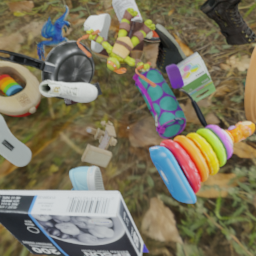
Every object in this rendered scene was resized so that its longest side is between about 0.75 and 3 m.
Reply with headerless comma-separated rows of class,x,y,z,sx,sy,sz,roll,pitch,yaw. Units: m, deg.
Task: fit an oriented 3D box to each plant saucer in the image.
plant saucer,3.770,-1.247,7.721,0.434,2.320,2.320,11,56,36

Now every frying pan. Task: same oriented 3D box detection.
frying pan,-1.827,-1.742,7.335,0.456,2.800,1.693,34,87,35

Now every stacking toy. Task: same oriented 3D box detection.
stacking toy,1.514,0.393,5.228,2.031,1.179,1.115,-29,91,-7

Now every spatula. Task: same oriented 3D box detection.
spatula,1.499,-0.751,6.944,0.189,0.520,1.842,-42,106,-19

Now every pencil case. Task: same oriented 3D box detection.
pencil case,1.115,-0.932,10.077,1.167,1.075,2.526,-5,56,-29

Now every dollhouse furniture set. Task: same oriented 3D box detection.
dollhouse furniture set,-0.810,0.272,7.551,0.654,0.765,1.477,20,23,-19

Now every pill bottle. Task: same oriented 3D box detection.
pill bottle,-0.103,-4.504,10.521,0.823,0.823,1.452,-21,86,-12

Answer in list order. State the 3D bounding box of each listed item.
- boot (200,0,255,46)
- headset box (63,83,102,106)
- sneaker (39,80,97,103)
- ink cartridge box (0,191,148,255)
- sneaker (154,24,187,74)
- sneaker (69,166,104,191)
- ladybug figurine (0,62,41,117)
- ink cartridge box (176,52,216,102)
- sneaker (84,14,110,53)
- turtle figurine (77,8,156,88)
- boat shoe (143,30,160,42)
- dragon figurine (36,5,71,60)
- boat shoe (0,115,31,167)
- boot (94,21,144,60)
boot,3.353,-3.370,8.581,1.878,2.158,0.747,41,85,-17
headset box,-1.152,-0.858,7.153,0.655,0.880,0.340,-27,100,-42
sneaker,-1.254,-0.728,5.678,1.150,0.665,0.424,8,101,26
ink cartridge box,-1.054,2.181,5.735,2.557,2.581,0.560,-4,45,16
sneaker,1.139,-2.406,8.913,0.963,1.814,0.678,-38,49,15
sneaker,-0.954,1.625,6.468,0.744,1.817,0.672,2,26,12
ladybug figurine,-4.292,-1.334,10.314,1.939,1.027,2.856,-35,64,-24
ink cartridge box,2.052,-1.565,8.691,0.832,0.475,1.602,-31,40,25
sneaker,-1.130,-3.113,9.289,0.802,0.511,1.387,8,73,27
turtle figurine,-0.016,-2.220,7.791,2.404,0.774,1.939,29,73,1
boat shoe,0.806,-4.208,12.399,1.605,0.502,0.571,10,58,4
dragon figurine,-2.499,-3.254,9.296,1.030,0.610,2.072,8,90,-29
boat shoe,-3.221,0.218,6.848,0.646,2.029,0.717,16,55,38
boot,-0.261,-3.021,9.779,1.719,0.622,1.430,12,100,9
